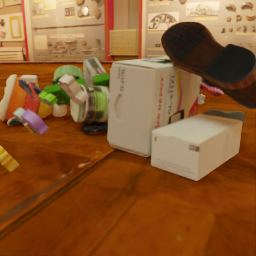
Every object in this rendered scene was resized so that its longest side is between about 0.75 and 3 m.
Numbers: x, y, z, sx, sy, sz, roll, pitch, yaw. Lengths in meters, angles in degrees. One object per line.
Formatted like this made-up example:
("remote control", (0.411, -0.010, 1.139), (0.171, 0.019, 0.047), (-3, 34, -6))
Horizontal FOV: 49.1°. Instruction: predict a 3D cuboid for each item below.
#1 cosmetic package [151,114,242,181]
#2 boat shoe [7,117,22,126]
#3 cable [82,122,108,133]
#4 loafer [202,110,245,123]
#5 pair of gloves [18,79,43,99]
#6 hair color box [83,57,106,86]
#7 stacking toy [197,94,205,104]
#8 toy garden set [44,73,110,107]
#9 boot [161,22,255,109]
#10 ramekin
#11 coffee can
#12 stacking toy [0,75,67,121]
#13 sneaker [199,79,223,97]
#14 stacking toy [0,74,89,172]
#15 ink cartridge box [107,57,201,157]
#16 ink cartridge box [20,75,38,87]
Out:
("cosmetic package", (1.581, 0.325, 6.290), (1.180, 0.848, 2.091), (15, 23, 42))
("boat shoe", (-3.477, -0.227, 9.020), (0.755, 0.264, 0.250), (-18, 33, -26))
("cable", (-0.955, 0.006, 8.414), (0.828, 0.258, 1.014), (2, 9, -14))
("loafer", (2.716, -0.256, 8.156), (1.298, 0.488, 0.452), (3, -9, -8))
("pair of gloves", (-2.614, -1.036, 7.745), (0.917, 0.737, 0.104), (12, 59, 28))
("hair color box", (-1.308, -1.722, 10.689), (0.534, 1.760, 0.871), (-22, 63, -21))
("stacking toy", (2.313, -1.235, 12.236), (1.786, 0.420, 1.346), (11, 20, 35))
("toy garden set", (-1.125, -1.336, 9.647), (2.817, 0.562, 2.348), (-12, -14, 2))
("boot", (1.896, -1.435, 6.536), (1.452, 1.119, 2.996), (36, 13, -42))
("ramekin", (-2.069, -1.657, 9.868), (1.159, 1.159, 0.566), (-3, 56, -9))
("coffee can", (-0.861, -0.733, 8.690), (1.545, 1.131, 1.131), (-2, 15, -34))
("stacking toy", (-3.204, -0.789, 9.728), (2.185, 1.597, 1.597), (16, 10, -24))
("sneaker", (2.871, -1.608, 10.010), (1.260, 0.601, 0.498), (23, -8, -11))
("stacking toy", (-2.146, -0.175, 5.964), (1.986, 0.619, 2.634), (-47, 24, -20))
("ink cartridge box", (0.831, -0.727, 7.525), (1.205, 2.121, 2.910), (16, 23, 30))
("ink cartridge box", (-3.803, -1.322, 10.874), (0.573, 1.361, 0.984), (-2, 17, -14))
